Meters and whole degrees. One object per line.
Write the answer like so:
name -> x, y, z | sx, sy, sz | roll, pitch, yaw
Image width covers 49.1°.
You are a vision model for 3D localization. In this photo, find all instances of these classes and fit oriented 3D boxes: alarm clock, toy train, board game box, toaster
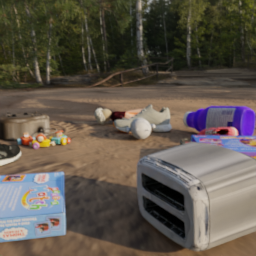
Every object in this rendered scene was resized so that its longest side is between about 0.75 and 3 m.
alarm clock -> -3.462, -0.074, 9.751 | 2.609, 0.868, 1.760 | 11, 15, 32
toy train -> -2.616, 0.291, 8.751 | 1.543, 0.429, 1.159 | -6, 13, -27
board game box -> -2.075, 1.164, 4.269 | 2.170, 0.397, 1.641 | -2, 11, -13
toaster -> 0.973, 0.895, 3.895 | 1.264, 1.112, 1.957 | -10, 14, -28
board game box -> 2.826, 0.618, 6.721 | 2.412, 0.540, 1.622 | 1, 11, 4

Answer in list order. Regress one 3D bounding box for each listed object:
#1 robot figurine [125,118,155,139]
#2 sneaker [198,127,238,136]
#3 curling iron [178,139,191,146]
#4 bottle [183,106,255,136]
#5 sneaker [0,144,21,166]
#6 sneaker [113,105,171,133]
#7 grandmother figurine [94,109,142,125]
robot figurine -> 0.399, 0.014, 9.393 | 0.998, 0.665, 1.177 | -12, 7, -3
sneaker -> 2.667, 0.151, 8.626 | 1.261, 0.465, 0.547 | -10, -16, 38
curling iron -> 2.447, 0.525, 7.940 | 2.059, 0.263, 0.510 | 5, 14, 23
bottle -> 3.012, -0.222, 9.655 | 0.830, 1.062, 2.543 | 6, 0, -35
sneaker -> -3.190, 0.513, 6.691 | 0.661, 0.764, 1.745 | 3, 11, 14
sneaker -> 0.530, -0.374, 10.624 | 2.232, 1.027, 0.845 | -2, 10, -9
grandmother figurine -> -0.124, -0.492, 12.030 | 2.653, 0.803, 1.609 | 3, 2, 0
